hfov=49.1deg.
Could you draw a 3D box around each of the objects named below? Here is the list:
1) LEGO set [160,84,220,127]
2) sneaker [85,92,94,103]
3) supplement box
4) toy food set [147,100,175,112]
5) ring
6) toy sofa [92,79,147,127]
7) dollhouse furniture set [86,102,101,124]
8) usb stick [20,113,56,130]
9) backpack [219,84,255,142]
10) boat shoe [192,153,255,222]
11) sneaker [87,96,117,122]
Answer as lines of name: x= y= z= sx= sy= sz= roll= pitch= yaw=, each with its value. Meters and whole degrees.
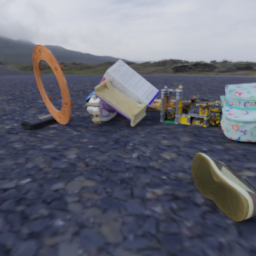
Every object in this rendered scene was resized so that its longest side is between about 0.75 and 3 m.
LEGO set: x=2.511 y=-1.004 z=11.207 sx=2.627 sy=1.522 sz=2.020 roll=13 pitch=18 yaw=42
sneaker: x=-0.934 y=-1.220 z=13.729 sx=2.864 sy=0.944 sz=1.123 roll=13 pitch=35 yaw=40
supplement box: x=0.032 y=-1.558 z=11.493 sx=2.161 sy=1.093 sz=1.117 roll=39 pitch=50 yaw=-1
toy food set: x=1.569 y=-1.145 z=14.143 sx=1.710 sy=0.416 sz=1.692 roll=-1 pitch=14 yaw=-4
ring: x=-2.680 y=-1.514 z=9.981 sx=0.278 sy=2.901 sz=2.901 roll=-23 pitch=24 yaw=-30
toy sofa: x=-0.339 y=-0.889 z=10.713 sx=2.020 sy=0.985 sz=0.836 roll=35 pitch=52 yaw=16
dollhouse furniture set: x=-1.318 y=-0.551 z=10.613 sx=0.507 sy=0.780 sz=0.716 roll=-3 pitch=-6 yaw=-1
usb stick: x=-3.254 y=-0.284 z=10.761 sx=0.572 sy=0.336 sz=2.062 roll=7 pitch=15 yaw=20
backpack: x=3.846 y=-0.478 z=8.768 sx=1.886 sy=1.600 sz=2.125 roll=-1 pitch=32 yaw=16
boat shoe: x=1.725 y=0.995 z=4.982 sx=0.612 sy=0.665 sz=1.862 roll=5 pitch=16 yaw=-13
sneaker: x=-1.211 y=-0.843 z=12.269 sx=1.317 sy=0.990 sz=2.644 roll=-40 pitch=22 yaw=18
